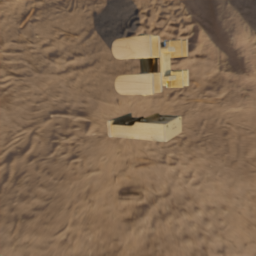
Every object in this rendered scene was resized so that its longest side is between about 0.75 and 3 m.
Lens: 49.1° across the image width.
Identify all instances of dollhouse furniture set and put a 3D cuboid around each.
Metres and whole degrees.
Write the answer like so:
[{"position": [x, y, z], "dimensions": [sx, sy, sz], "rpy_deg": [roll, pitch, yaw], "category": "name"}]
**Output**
[{"position": [0.374, -1.052, 7.231], "dimensions": [1.686, 2.224, 2.537], "rpy_deg": [4, 105, 32], "category": "dollhouse furniture set"}]
